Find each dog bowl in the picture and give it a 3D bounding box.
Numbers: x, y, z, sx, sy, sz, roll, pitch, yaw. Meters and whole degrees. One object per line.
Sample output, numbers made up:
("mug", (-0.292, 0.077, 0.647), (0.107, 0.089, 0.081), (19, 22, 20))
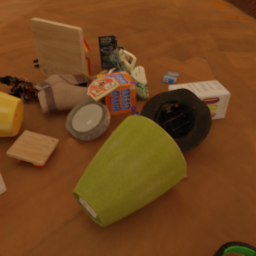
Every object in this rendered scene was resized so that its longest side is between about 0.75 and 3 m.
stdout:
("dog bowl", (-1.320, -0.253, 9.498), (1.579, 0.463, 1.579), (-14, 52, 18))

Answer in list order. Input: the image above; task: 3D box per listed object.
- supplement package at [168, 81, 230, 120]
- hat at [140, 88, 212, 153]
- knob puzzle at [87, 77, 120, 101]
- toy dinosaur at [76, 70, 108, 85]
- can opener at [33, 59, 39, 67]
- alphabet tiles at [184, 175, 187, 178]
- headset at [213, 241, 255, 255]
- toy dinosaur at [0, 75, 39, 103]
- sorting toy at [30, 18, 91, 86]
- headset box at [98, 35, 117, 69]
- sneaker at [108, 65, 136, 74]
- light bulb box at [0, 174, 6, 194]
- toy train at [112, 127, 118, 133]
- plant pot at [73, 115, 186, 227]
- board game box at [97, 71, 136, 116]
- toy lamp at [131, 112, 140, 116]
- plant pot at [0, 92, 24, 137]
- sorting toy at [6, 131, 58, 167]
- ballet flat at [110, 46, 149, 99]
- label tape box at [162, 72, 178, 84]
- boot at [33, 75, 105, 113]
("supplement package", (2.550, -0.966, 10.387), (1.958, 1.114, 1.073), (-8, 38, -11))
("hat", (1.559, -0.078, 9.160), (2.424, 0.978, 2.424), (-10, 57, 16))
("knob puzzle", (-0.981, -1.503, 9.954), (1.268, 0.176, 1.268), (-13, 43, 13))
("toy dinosaur", (-1.270, -1.950, 11.497), (1.049, 0.604, 2.075), (-12, -8, 17))
("can opener", (-4.043, -3.483, 14.494), (1.752, 0.689, 0.555), (-28, 83, -29))
("alphabet tiles", (1.165, 1.236, 8.114), (0.874, 0.033, 0.731), (-2, 30, -20))
("headset", (1.909, 3.172, 5.000), (1.506, 1.146, 2.439), (38, 40, 24))
("toy dinosaur", (-4.467, -1.558, 11.515), (2.450, 1.251, 1.663), (0, 14, 30))
("sorting toy", (-2.801, -3.385, 12.379), (2.639, 2.623, 0.919), (21, 42, 24))
("headset box", (-0.892, -3.512, 13.325), (0.727, 1.568, 1.365), (-4, 13, 6))
("sneaker", (-0.026, -2.318, 12.564), (1.287, 0.708, 1.757), (13, 31, 29))
("light bulb box", (-4.161, 1.253, 6.910), (1.021, 1.636, 1.622), (23, 41, 28))
("toy train", (-0.090, 0.276, 9.265), (0.706, 0.528, 1.239), (27, 40, 14))
("plant pot", (-0.137, 1.207, 6.884), (2.149, 2.149, 2.297), (31, 59, 35))
("board game box", (-0.460, -1.336, 10.838), (1.195, 1.195, 1.196), (-12, 38, -16))
("toy lamp", (0.625, 0.097, 9.464), (0.531, 0.531, 1.825), (-16, 38, -21))
("plant pot", (-4.528, -0.485, 9.190), (1.828, 1.943, 1.943), (9, 35, -8))
("sorting toy", (-2.902, 0.698, 8.616), (1.137, 0.396, 1.131), (16, 38, 4))
("ballet flat", (0.139, -2.437, 11.789), (1.016, 1.016, 2.737), (-24, 66, -30))
("label tape box", (1.981, -2.320, 13.008), (0.547, 0.240, 0.759), (16, 36, 21))
("boot", (-2.253, -1.020, 10.566), (2.058, 0.989, 2.815), (-22, 52, -21))
